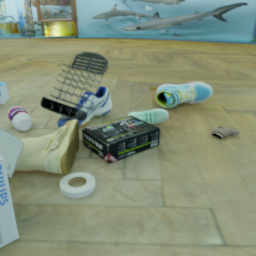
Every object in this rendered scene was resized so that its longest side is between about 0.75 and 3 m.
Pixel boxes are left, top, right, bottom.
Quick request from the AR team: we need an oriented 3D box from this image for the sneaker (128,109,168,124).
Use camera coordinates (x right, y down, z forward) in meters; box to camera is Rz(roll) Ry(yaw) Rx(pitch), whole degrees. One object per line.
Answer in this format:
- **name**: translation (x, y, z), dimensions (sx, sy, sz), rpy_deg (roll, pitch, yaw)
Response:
- **sneaker**: translation (0.761, -0.337, 11.564), dimensions (1.761, 0.648, 1.039), rpy_deg (-5, 17, 14)

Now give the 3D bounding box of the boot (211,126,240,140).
- **boot**: translation (3.706, 0.233, 10.774), dimensions (0.969, 0.340, 0.709), rpy_deg (15, 34, 32)

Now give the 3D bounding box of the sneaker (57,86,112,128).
- **sneaker**: translation (-1.917, -0.928, 12.026), dimensions (1.064, 1.246, 2.826), rpy_deg (21, 40, 35)

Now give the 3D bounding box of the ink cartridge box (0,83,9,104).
- **ink cartridge box**: translation (-7.036, -1.797, 14.520), dimensions (1.279, 0.938, 0.934), rpy_deg (0, 24, 0)

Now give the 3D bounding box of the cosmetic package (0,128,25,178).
- **cosmetic package**: translation (-4.339, 0.542, 7.428), dimensions (2.837, 1.469, 1.037), rpy_deg (-3, 60, 31)

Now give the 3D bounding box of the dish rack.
- **dish rack**: translation (-2.096, -1.813, 11.334), dimensions (2.241, 2.921, 0.797), rpy_deg (19, -6, 33)

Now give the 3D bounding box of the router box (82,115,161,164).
- **router box**: translation (-0.248, 0.326, 10.014), dimensions (2.288, 0.711, 1.715), rpy_deg (-16, 29, -33)

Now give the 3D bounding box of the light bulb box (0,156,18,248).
- **light bulb box**: translation (-3.525, 1.591, 5.464), dimensions (2.080, 2.062, 1.298), rpy_deg (-20, 31, -39)

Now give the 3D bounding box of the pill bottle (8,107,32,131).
- **pill bottle**: translation (-4.423, -0.357, 11.498), dimensions (0.757, 0.757, 1.347), rpy_deg (-15, 28, -30)

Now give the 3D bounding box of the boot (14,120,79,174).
- **boot**: translation (-2.830, 0.546, 9.185), dimensions (2.293, 1.074, 2.951), rpy_deg (-2, 26, 0)

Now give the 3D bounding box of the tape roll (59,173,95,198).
- **tape roll**: translation (-1.417, 1.584, 7.825), dimensions (1.001, 0.183, 1.001), rpy_deg (1, 23, 0)

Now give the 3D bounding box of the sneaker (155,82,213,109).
- **sneaker**: translation (2.656, -1.510, 13.731), dimensions (2.833, 1.127, 1.850), rpy_deg (-2, 20, 19)
